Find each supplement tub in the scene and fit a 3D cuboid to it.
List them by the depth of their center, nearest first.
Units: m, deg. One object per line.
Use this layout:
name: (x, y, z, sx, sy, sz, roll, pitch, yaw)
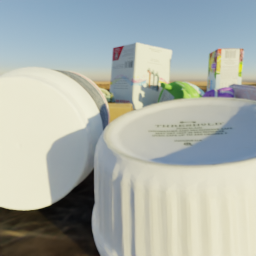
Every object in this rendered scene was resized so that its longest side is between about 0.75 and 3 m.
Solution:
supplement tub: (-1.453, -0.024, 5.145, 2.098, 2.098, 2.989, 0, 10, -1)

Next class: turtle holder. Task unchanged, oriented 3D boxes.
turtle holder: (2.221, -0.764, 10.108, 1.692, 1.810, 2.382, -2, 6, -34)

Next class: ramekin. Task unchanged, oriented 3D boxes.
ramekin: (0.795, 0.506, 3.287, 2.650, 1.234, 2.650, -7, 21, 3)

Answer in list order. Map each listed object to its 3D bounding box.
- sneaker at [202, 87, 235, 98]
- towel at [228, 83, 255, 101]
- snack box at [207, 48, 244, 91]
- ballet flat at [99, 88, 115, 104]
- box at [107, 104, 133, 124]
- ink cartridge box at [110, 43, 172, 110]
sneaker: (2.202, -0.158, 6.671, 1.043, 1.641, 2.878, 15, 12, -11)
towel: (3.164, -0.162, 6.832, 0.295, 1.832, 1.750, -21, 14, -5)
snack box: (3.760, -1.566, 11.224, 1.005, 2.968, 2.503, 1, 10, 9)
ballet flat: (-1.240, -1.202, 10.886, 0.761, 0.761, 2.051, 6, 4, 28)
box: (-0.741, -0.010, 7.214, 1.907, 1.559, 0.203, 3, 45, 13)
ink cartridge box: (0.475, -2.074, 12.013, 1.889, 2.612, 1.898, 1, 7, -35)
